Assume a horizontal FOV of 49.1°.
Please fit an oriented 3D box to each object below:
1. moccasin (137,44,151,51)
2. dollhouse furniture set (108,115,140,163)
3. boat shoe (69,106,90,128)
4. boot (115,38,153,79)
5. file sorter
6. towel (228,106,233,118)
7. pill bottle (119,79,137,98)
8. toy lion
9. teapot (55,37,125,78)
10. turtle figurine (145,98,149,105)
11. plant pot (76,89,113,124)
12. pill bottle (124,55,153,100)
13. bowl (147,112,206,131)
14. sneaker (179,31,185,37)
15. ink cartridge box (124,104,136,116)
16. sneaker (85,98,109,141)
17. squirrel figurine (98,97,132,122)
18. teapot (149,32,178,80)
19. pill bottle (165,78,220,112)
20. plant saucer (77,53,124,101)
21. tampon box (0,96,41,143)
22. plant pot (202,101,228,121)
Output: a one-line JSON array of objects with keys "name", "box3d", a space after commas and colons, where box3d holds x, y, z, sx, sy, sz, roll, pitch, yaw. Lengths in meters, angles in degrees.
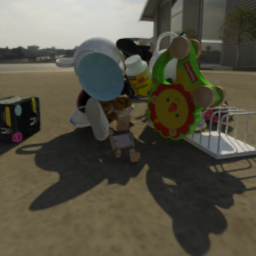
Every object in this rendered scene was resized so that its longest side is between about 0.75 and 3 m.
[{"name": "moccasin", "box3d": [0.618, -3.661, 12.719, 0.827, 0.303, 0.319, -6, 23, -2]}, {"name": "dollhouse furniture set", "box3d": [-0.128, 0.335, 8.220, 0.676, 0.577, 1.303, -8, 57, -17]}, {"name": "boat shoe", "box3d": [-1.433, -0.571, 11.273, 0.820, 0.729, 2.230, 36, 25, 12]}, {"name": "boot", "box3d": [-0.077, -2.984, 12.879, 2.277, 0.788, 1.982, 19, -31, -33]}, {"name": "file sorter", "box3d": [3.042, -0.028, 9.372, 1.516, 1.360, 2.184, -4, 15, -16]}, {"name": "towel", "box3d": [3.931, -0.914, 14.298, 2.583, 0.471, 1.916, 5, 17, 13]}, {"name": "pill bottle", "box3d": [0.603, -2.857, 19.544, 2.563, 1.434, 1.434, -4, 16, -16]}, {"name": "toy lion", "box3d": [1.644, -1.163, 9.605, 0.998, 2.907, 2.786, -9, -18, -46]}, {"name": "teapot", "box3d": [-1.521, -2.749, 12.311, 2.537, 2.504, 1.853, -35, 5, 30]}, {"name": "turtle figurine", "box3d": [1.162, -1.617, 15.234, 0.690, 1.729, 2.144, -35, 21, -12]}, {"name": "plant pot", "box3d": [-1.335, -0.997, 12.334, 1.843, 1.843, 1.650, -2, 4, -9]}, {"name": "pill bottle", "box3d": [0.461, -1.955, 10.847, 0.882, 1.614, 0.882, -19, 37, 15]}, {"name": "bowl", "box3d": [2.128, -0.745, 12.244, 2.608, 1.224, 2.608, 0, 16, 0]}, {"name": "sneaker", "box3d": [1.861, -2.859, 9.800, 0.484, 1.116, 0.418, 22, 57, 3]}, {"name": "ink cartridge box", "box3d": [0.028, -0.738, 13.042, 0.223, 0.750, 0.390, 45, 27, 6]}, {"name": "sneaker", "box3d": [-1.063, -0.364, 10.089, 0.611, 1.599, 0.644, -1, 24, 26]}, {"name": "squirrel figurine", "box3d": [-0.880, -0.887, 10.999, 1.486, 1.127, 1.592, -3, 39, -48]}, {"name": "teapot", "box3d": [2.071, -2.503, 11.810, 1.658, 2.240, 2.270, -27, -35, 36]}, {"name": "pill bottle", "box3d": [2.433, -1.242, 10.737, 2.137, 1.195, 1.195, 4, 15, -7]}, {"name": "plant saucer", "box3d": [-0.964, -1.700, 9.589, 1.732, 1.732, 0.333, -10, -7, -32]}, {"name": "tampon box", "box3d": [-4.262, -0.383, 10.557, 1.174, 1.394, 1.860, 2, 15, 8]}, {"name": "plant pot", "box3d": [3.795, -0.809, 12.718, 1.157, 1.157, 1.036, -10, -6, -32]}]
